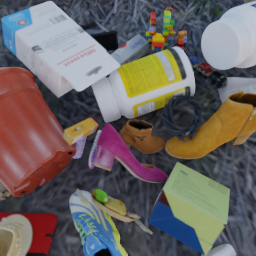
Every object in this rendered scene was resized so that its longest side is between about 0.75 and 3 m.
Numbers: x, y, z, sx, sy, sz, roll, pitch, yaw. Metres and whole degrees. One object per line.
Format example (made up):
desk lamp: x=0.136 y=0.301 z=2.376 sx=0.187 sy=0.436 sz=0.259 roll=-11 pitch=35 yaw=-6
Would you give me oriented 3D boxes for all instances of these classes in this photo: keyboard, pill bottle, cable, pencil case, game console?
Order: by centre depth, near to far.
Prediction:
pill bottle: x=2.369 y=3.743 z=6.293 sx=1.072 sy=1.072 sz=1.909 roll=-25 pitch=69 yaw=-11
game console: x=-2.984 y=3.296 z=6.994 sx=2.265 sy=1.344 sz=1.952 roll=1 pitch=34 yaw=0
cable: x=1.477 y=-0.353 z=7.651 sx=1.118 sy=0.348 sz=1.371 roll=32 pitch=65 yaw=-4
pencil case: x=-1.415 y=0.486 z=7.743 sx=0.379 sy=0.904 sz=0.386 roll=42 pitch=48 yaw=20
pill bottle: x=0.407 y=-1.212 z=8.269 sx=2.751 sy=1.572 sz=1.572 roll=-20 pitch=66 yaw=-3
pill bottle: x=3.704 y=-2.814 z=8.398 sx=2.978 sy=1.782 sz=1.782 roll=-25 pitch=67 yaw=-26
keyboard: x=-1.415 y=-2.938 z=9.251 sx=2.139 sy=1.359 sz=0.220 roll=-11 pitch=63 yaw=-5

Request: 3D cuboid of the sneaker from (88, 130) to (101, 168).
sneaker: x=-0.805 y=0.642 z=8.120 sx=0.514 sy=0.467 sz=1.162 roll=19 pitch=67 yaw=-4

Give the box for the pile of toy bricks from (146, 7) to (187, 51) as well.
pile of toy bricks: x=1.221 y=-3.262 z=8.960 sx=1.259 sy=1.120 sz=2.269 roll=2 pitch=29 yaw=1

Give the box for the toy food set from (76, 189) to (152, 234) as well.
toy food set: x=-0.305 y=1.812 z=6.601 sx=1.827 sy=1.261 sz=0.367 roll=30 pitch=83 yaw=-18

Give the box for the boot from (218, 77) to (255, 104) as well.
boot: x=4.000 y=-0.909 z=8.463 sx=2.407 sy=0.885 sz=1.151 roll=-2 pitch=55 yaw=9

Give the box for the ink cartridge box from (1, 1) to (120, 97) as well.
ink cartridge box: x=-1.869 y=-2.061 z=7.867 sx=2.938 sy=0.980 sz=1.702 roll=44 pitch=55 yaw=9

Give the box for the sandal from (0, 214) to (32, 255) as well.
sandal: x=-2.599 y=2.459 z=5.736 sx=0.940 sy=2.564 sz=0.843 roll=32 pitch=113 yaw=-1

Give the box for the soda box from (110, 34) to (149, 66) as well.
soda box: x=-0.016 y=-2.493 z=9.527 sx=1.557 sy=0.494 sz=0.531 roll=-41 pitch=71 yaw=-17

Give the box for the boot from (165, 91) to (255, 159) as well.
boot: x=2.308 y=-0.122 z=7.412 sx=2.604 sy=1.864 sz=0.916 roll=-10 pitch=53 yaw=-8

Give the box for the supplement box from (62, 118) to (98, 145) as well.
supplement box: x=-1.180 y=0.075 z=6.960 sx=0.307 sy=0.317 sz=0.921 roll=44 pitch=40 yaw=14

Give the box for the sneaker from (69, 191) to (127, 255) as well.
sneaker: x=-0.758 y=2.480 z=6.747 sx=0.922 sy=1.279 sz=2.434 roll=-35 pitch=68 yaw=-9

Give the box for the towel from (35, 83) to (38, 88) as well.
towel: x=-3.462 y=-1.326 z=9.180 sx=0.890 sy=0.150 sz=0.932 roll=-26 pitch=69 yaw=-12

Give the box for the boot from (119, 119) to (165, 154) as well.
boot: x=0.489 y=0.188 z=7.825 sx=1.504 sy=1.167 sz=0.577 roll=9 pitch=56 yaw=-12

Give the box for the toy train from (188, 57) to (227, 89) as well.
toy train: x=2.403 y=-1.814 z=8.813 sx=0.325 sy=0.436 sz=1.906 roll=-21 pitch=42 yaw=-18

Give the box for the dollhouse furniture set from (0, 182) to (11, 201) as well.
dollhouse furniture set: x=-3.395 y=1.133 z=7.292 sx=0.707 sy=1.449 sz=1.235 roll=-28 pitch=68 yaw=-8

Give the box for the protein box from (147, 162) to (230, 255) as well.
protein box: x=1.503 y=1.863 z=6.800 sx=1.509 sy=1.026 sz=1.520 roll=27 pitch=25 yaw=12

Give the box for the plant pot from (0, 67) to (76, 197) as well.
plant pot: x=-2.835 y=0.233 z=7.282 sx=2.563 sy=2.563 sz=2.492 roll=-38 pitch=79 yaw=-16

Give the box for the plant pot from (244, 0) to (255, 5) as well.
plant pot: x=5.780 y=-5.187 z=9.630 sx=2.926 sy=2.930 sz=2.594 roll=39 pitch=81 yaw=16

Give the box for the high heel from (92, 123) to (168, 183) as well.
high heel: x=0.216 y=0.725 z=7.398 sx=2.314 sy=0.779 sz=1.110 roll=20 pitch=86 yaw=-20
